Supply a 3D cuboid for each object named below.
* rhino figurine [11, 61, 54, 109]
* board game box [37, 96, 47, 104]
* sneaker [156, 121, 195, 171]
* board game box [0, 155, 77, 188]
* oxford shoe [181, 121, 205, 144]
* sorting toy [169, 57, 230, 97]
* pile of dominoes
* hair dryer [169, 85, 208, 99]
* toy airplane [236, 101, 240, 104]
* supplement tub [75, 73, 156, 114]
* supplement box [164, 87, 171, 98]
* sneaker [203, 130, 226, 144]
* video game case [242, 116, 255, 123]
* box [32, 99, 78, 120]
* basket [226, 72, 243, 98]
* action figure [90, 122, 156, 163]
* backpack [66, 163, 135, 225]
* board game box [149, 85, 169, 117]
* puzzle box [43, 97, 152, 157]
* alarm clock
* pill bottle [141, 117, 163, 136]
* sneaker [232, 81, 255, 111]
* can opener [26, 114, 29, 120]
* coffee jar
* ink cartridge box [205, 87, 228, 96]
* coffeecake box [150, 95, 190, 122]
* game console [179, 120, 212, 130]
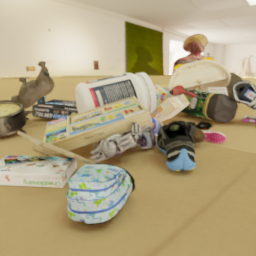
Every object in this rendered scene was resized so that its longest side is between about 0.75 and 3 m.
[{"bbox_3d":[-3.844,-1.369,10.851,2.620,1.146,0.783,-31,-23,26],"label":"rhino figurine"},{"bbox_3d":[-4.253,-1.372,13.841,0.364,1.171,1.551,-3,14,-12],"label":"board game box"},{"bbox_3d":[1.270,0.283,7.296,0.884,1.033,2.492,1,13,-1],"label":"sneaker"},{"bbox_3d":[-2.109,0.931,6.188,1.707,0.295,1.078,1,14,5],"label":"board game box"},{"bbox_3d":[1.944,0.211,8.893,0.722,0.622,1.712,25,7,-9],"label":"oxford shoe"},{"bbox_3d":[3.528,-2.055,14.426,2.866,2.580,1.531,-13,55,7],"label":"sorting toy"},{"bbox_3d":[-1.598,0.542,5.971,1.482,0.303,1.902,26,-8,-27],"label":"pile of dominoes"},{"bbox_3d":[2.326,-1.464,11.255,1.517,0.412,1.155,-2,17,-16],"label":"hair dryer"},{"bbox_3d":[4.757,-1.411,15.383,2.674,0.492,2.674,-2,26,1],"label":"toy airplane"},{"bbox_3d":[-0.473,-0.959,10.071,2.552,1.791,1.791,-16,18,-18],"label":"supplement tub"},{"bbox_3d":[3.103,-1.867,16.216,2.014,1.041,1.019,-11,18,-43],"label":"supplement box"},{"bbox_3d":[2.674,0.246,8.878,0.910,0.370,0.401,12,20,38],"label":"sneaker"},{"bbox_3d":[5.304,-0.357,11.840,0.827,0.148,0.749,8,16,30],"label":"video game case"},{"bbox_3d":[-2.735,-0.816,12.625,2.300,0.572,2.283,6,13,9],"label":"box"},{"bbox_3d":[5.827,-2.536,17.748,2.297,1.732,2.547,21,27,34],"label":"basket"},{"bbox_3d":[-0.132,0.340,7.392,1.493,0.796,2.294,-14,-3,27],"label":"action figure"},{"bbox_3d":[-0.519,1.052,4.669,1.056,0.995,1.295,7,28,16],"label":"backpack"},{"bbox_3d":[0.522,-1.184,12.633,2.231,1.149,1.170,-6,28,-21],"label":"board game box"},{"bbox_3d":[-0.924,-0.137,7.928,2.860,0.364,1.903,-18,21,-5],"label":"puzzle box"},{"bbox_3d":[-4.699,-0.334,9.675,2.669,0.889,1.800,10,27,16],"label":"alarm clock"},{"bbox_3d":[0.681,-0.097,9.272,0.952,0.534,0.534,23,-5,-42],"label":"pill bottle"},{"bbox_3d":[5.149,-0.945,10.666,1.441,0.931,2.656,12,24,-46],"label":"sneaker"},{"bbox_3d":[-4.393,-0.413,11.566,0.478,0.386,1.217,0,14,3],"label":"can opener"},{"bbox_3d":[3.301,-0.997,12.129,1.387,1.135,2.659,11,7,-32],"label":"coffee jar"},{"bbox_3d":[4.144,-1.237,13.031,0.911,1.248,0.526,-2,-20,-4],"label":"ink cartridge box"},{"bbox_3d":[1.744,-0.802,11.648,1.111,0.529,1.447,-40,-12,34],"label":"coffeecake box"},{"bbox_3d":[2.549,-0.133,10.905,1.334,0.161,0.787,10,17,30],"label":"game console"}]
